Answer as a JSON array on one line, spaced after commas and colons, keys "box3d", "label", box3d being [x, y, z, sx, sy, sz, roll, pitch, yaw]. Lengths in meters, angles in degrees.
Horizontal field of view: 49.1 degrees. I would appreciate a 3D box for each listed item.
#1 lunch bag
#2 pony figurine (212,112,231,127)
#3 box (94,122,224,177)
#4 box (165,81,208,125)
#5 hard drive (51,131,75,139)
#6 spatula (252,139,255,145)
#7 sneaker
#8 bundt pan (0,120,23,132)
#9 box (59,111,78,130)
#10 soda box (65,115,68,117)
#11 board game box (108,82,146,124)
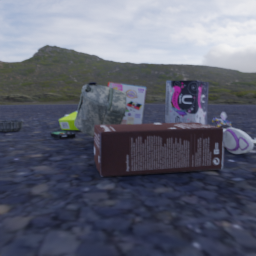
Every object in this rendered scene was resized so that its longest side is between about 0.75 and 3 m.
[{"box3d": [-0.905, -0.514, 8.827, 1.393, 1.661, 1.157, 13, 44, -13], "label": "lunch bag"}, {"box3d": [4.606, -0.309, 13.848, 0.871, 0.725, 0.841, 0, 38, -27], "label": "pony figurine"}, {"box3d": [0.590, 0.398, 6.128, 2.592, 0.971, 1.298, -3, 8, -12], "label": "box"}, {"box3d": [2.121, -0.646, 10.063, 1.184, 2.064, 1.364, 4, 8, 31], "label": "box"}, {"box3d": [-2.429, 0.272, 10.419, 0.629, 0.170, 0.900, -5, 9, -36], "label": "hard drive"}, {"box3d": [4.315, 0.445, 9.304, 0.831, 0.096, 1.195, -2, 7, -12], "label": "spatula"}, {"box3d": [3.063, 0.295, 8.015, 0.918, 0.690, 1.843, -1, 7, -12], "label": "sneaker"}, {"box3d": [-5.199, -0.081, 12.240, 1.196, 0.449, 1.196, 1, 6, 0], "label": "bundt pan"}, {"box3d": [-1.887, -0.559, 13.004, 1.413, 0.552, 2.317, 0, 22, 35], "label": "box"}, {"box3d": [-2.857, -0.450, 15.305, 1.446, 0.460, 0.492, 7, 10, 42], "label": "soda box"}, {"box3d": [-0.134, -0.648, 10.016, 1.361, 1.778, 0.359, 6, 4, -13], "label": "board game box"}]
